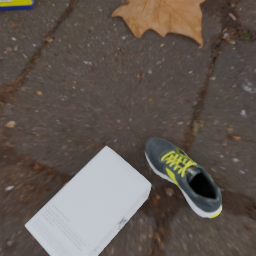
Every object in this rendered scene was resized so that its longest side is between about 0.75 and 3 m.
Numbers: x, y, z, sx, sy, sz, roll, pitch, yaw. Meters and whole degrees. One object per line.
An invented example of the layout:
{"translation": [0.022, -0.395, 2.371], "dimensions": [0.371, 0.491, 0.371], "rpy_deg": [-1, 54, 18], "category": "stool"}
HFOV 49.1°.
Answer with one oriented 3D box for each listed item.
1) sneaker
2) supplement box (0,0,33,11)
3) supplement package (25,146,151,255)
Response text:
{"translation": [1.338, 0.976, 6.621], "dimensions": [0.896, 1.018, 2.405], "rpy_deg": [-39, 66, -16], "category": "sneaker"}
{"translation": [-4.174, -5.471, 8.940], "dimensions": [1.596, 2.914, 1.586], "rpy_deg": [-4, 64, -2], "category": "supplement box"}
{"translation": [-0.750, 1.783, 6.078], "dimensions": [1.338, 1.333, 2.280], "rpy_deg": [39, 69, 18], "category": "supplement package"}
